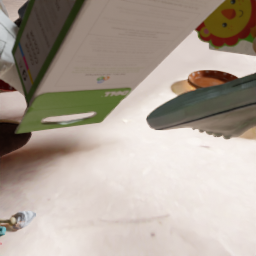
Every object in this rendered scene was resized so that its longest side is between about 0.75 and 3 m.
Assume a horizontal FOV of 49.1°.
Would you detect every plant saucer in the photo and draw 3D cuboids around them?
[{"bbox_3d":[3.223,-1.713,10.544,1.946,0.314,1.946,0,33,0],"label":"plant saucer"}]

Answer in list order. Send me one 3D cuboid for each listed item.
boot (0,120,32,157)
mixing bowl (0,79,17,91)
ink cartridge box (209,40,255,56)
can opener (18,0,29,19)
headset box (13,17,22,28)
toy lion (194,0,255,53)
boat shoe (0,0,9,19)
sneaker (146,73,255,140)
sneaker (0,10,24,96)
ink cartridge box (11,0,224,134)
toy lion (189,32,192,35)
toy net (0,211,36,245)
[{"bbox_3d":[-3.261,1.014,5.852,2.831,1.024,2.355,-15,46,-23],"label":"boot"},{"bbox_3d":[-4.113,-2.542,10.922,2.468,1.337,2.468,0,33,0],"label":"mixing bowl"},{"bbox_3d":[3.468,-2.900,7.320,2.146,2.126,0.466,10,44,2],"label":"ink cartridge box"},{"bbox_3d":[-1.561,-2.769,5.967,0.481,1.805,0.604,7,54,-64],"label":"can opener"},{"bbox_3d":[-2.808,-2.761,8.312,1.812,0.700,1.348,-33,57,14],"label":"headset box"},{"bbox_3d":[2.745,-2.963,6.570,2.349,2.451,0.841,29,43,11],"label":"toy lion"},{"bbox_3d":[-3.524,-2.728,6.769,0.957,2.665,1.009,-31,85,-20],"label":"boat shoe"},{"bbox_3d":[1.410,-0.191,4.444,2.392,0.847,0.874,-13,22,34],"label":"sneaker"},{"bbox_3d":[-2.688,-1.266,4.564,1.101,2.990,1.728,-20,26,48],"label":"sneaker"},{"bbox_3d":[-0.345,-0.809,2.805,1.241,2.390,0.709,-10,71,-38],"label":"ink cartridge box"},{"bbox_3d":[0.721,-3.218,8.368,2.345,2.247,0.805,-38,54,-2],"label":"toy lion"},{"bbox_3d":[-2.238,1.789,5.020,1.206,0.233,0.633,-19,37,-28],"label":"toy net"}]
